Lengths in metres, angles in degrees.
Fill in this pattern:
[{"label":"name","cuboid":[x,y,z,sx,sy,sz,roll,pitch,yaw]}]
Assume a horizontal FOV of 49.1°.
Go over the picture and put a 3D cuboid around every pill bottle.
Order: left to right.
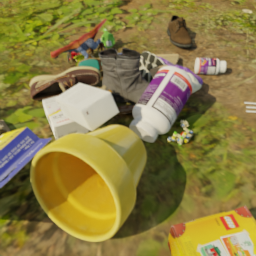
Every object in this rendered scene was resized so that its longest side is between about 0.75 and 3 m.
[{"label":"pill bottle","cuboid":[1.051,-0.753,9.173,1.355,1.355,2.410,26,70,25]},{"label":"pill bottle","cuboid":[3.500,-2.616,11.951,1.213,0.676,0.676,3,43,4]}]

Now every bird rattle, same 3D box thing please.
[{"label":"bird rattle","cuboid":[-2.089,-3.114,12.699,1.092,0.754,1.339,-7,29,-24]}]

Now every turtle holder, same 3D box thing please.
[{"label":"turtle holder","cuboid":[-1.062,-4.329,13.687,0.683,0.899,0.638,-43,15,1]}]

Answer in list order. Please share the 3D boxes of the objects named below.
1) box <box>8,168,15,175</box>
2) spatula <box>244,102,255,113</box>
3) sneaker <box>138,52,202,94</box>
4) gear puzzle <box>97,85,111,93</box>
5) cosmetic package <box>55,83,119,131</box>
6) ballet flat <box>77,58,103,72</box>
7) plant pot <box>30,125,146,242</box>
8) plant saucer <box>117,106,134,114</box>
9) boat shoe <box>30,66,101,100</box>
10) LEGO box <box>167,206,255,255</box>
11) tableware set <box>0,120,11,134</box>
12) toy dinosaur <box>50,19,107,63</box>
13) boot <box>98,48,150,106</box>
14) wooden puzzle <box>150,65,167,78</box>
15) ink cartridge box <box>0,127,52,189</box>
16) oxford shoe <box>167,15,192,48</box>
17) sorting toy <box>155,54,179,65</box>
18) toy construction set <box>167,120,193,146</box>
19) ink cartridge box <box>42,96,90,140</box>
[{"label":"box","cuboid":[-3.733,1.170,8.260,0.838,0.173,0.653,-28,50,-26]},{"label":"spatula","cuboid":[4.809,-0.740,10.398,0.931,0.075,0.647,4,49,5]},{"label":"sneaker","cuboid":[1.643,-2.175,11.414,2.976,1.200,1.241,35,33,27]},{"label":"gear puzzle","cuboid":[-1.073,-1.060,9.891,1.749,0.229,0.906,-6,51,51]},{"label":"cosmetic package","cuboid":[-1.245,-0.666,8.132,0.989,0.695,1.949,-36,32,-20]},{"label":"ballet flat","cuboid":[-1.238,-2.636,11.781,1.835,0.630,0.578,-9,13,-17]},{"label":"plant pot","cuboid":[-0.701,1.076,6.949,2.445,2.445,2.301,21,31,21]},{"label":"plant saucer","cuboid":[-0.148,-0.641,10.028,0.855,0.137,0.855,-7,18,2]},{"label":"boat shoe","cuboid":[-2.377,-1.581,10.682,2.765,0.998,0.995,-9,49,-4]},{"label":"LEGO box","cuboid":[2.119,3.054,5.641,1.853,0.960,2.488,-10,44,-11]},{"label":"tableware set","cuboid":[-5.178,-0.474,9.284,1.864,0.565,2.820,-10,40,-41]},{"label":"toy dinosaur","cuboid":[-2.239,-3.620,12.182,1.413,2.692,2.443,11,10,32]},{"label":"boot","cuboid":[0.365,-1.756,10.058,2.985,1.965,1.042,8,41,8]},{"label":"wooden puzzle","cuboid":[1.284,-1.943,10.572,0.745,0.186,0.804,-18,67,-7]},{"label":"ink cartridge box","cuboid":[-3.482,1.053,6.817,2.699,0.634,2.667,-14,29,50]},{"label":"oxford shoe","cuboid":[2.557,-4.900,14.110,0.955,1.109,2.627,-8,45,-11]},{"label":"sorting toy","cuboid":[1.277,-2.927,12.540,1.851,0.248,1.379,3,36,17]},{"label":"toy construction set","cuboid":[1.757,0.198,9.156,0.611,0.430,0.933,23,59,23]},{"label":"ink cartridge box","cuboid":[-2.138,-0.429,9.597,1.183,0.686,1.603,-18,45,-19]}]
